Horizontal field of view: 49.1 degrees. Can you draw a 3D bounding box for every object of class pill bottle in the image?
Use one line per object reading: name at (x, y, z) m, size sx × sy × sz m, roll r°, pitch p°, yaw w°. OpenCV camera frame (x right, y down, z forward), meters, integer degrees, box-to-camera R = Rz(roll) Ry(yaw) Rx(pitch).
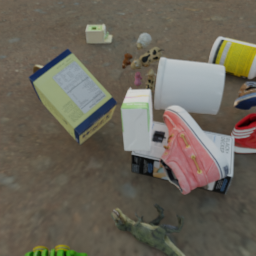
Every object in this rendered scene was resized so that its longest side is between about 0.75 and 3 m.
pill bottle at (4.904, -2.935, 12.057) m, size 2.513 × 1.436 × 1.436 m, roll 22°, pitch 46°, yaw 23°

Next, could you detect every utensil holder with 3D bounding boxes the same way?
utensil holder at (1.927, -1.311, 8.984) m, size 1.975 × 1.678 × 1.678 m, roll 8°, pitch 42°, yaw 10°

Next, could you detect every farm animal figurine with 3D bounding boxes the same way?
farm animal figurine at (0.642, -2.390, 10.652) m, size 1.811 × 1.791 × 0.944 m, roll 45°, pitch 17°, yaw 1°

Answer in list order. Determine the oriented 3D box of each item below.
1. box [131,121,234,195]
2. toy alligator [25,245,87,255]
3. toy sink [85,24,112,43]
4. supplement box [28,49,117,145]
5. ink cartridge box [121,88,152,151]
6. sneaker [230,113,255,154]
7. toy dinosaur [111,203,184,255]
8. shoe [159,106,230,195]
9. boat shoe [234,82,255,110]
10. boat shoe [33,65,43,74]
box at (1.626, 0.788, 8.320) m, size 2.776 × 0.835 × 1.619 m, roll 13°, pitch 44°, yaw 13°
toy alligator at (-1.414, 2.898, 6.113) m, size 2.340 × 0.635 × 0.694 m, roll -2°, pitch 42°, yaw -3°
toy sink at (-1.548, -5.019, 14.909) m, size 1.303 × 0.730 × 0.849 m, roll 1°, pitch 42°, yaw 1°
supplement box at (-1.587, -0.792, 8.308) m, size 1.365 × 2.034 × 2.032 m, roll -41°, pitch 87°, yaw -14°
ink cartridge box at (0.265, -0.298, 6.785) m, size 0.604 × 1.051 × 1.795 m, roll -2°, pitch 24°, yaw 7°
sneaker at (4.274, 0.202, 8.690) m, size 2.116 × 1.222 × 0.829 m, roll -4°, pitch 42°, yaw -5°
toy dinosaur at (0.755, 2.451, 6.706) m, size 2.370 × 0.562 × 1.044 m, roll 26°, pitch 63°, yaw 25°
shoe at (1.292, 0.461, 7.357) m, size 1.270 × 0.998 × 2.793 m, roll -24°, pitch 41°, yaw -7°
boat shoe at (4.058, -1.131, 9.412) m, size 0.778 × 0.779 × 2.153 m, roll 12°, pitch -2°, yaw 5°
boat shoe at (-2.578, -1.731, 11.073) m, size 2.926 × 1.056 × 0.951 m, roll 28°, pitch 40°, yaw 25°
